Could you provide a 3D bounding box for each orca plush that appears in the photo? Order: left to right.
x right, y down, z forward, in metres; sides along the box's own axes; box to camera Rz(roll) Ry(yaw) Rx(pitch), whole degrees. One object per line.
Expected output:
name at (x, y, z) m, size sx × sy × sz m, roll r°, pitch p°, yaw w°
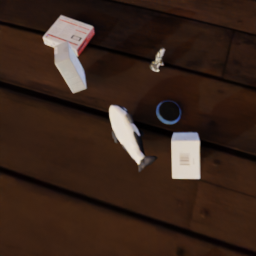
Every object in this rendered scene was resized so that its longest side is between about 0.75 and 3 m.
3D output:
orca plush at (0.304, 0.215, 10.494) m, size 1.008 × 1.491 × 2.835 m, roll -8°, pitch 40°, yaw -35°

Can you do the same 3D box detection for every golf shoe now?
golf shoe at (1.408, -3.003, 12.428) m, size 0.512 × 0.421 × 1.084 m, roll 31°, pitch 100°, yaw 12°

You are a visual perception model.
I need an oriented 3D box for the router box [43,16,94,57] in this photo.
router box at (-2.814, -4.415, 13.394) m, size 1.848 × 0.451 × 1.658 m, roll 23°, pitch 65°, yaw 12°

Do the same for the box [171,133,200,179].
box at (1.975, 0.897, 9.615) m, size 0.886 × 1.666 × 1.268 m, roll -1°, pitch 98°, yaw 12°

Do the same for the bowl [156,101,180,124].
bowl at (1.660, -0.648, 11.438) m, size 1.021 × 0.200 × 1.021 m, roll 3°, pitch 69°, yaw -9°

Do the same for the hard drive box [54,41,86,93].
hard drive box at (-2.324, -2.441, 11.330) m, size 0.618 × 1.611 × 1.255 m, roll -19°, pitch 48°, yaw 5°
